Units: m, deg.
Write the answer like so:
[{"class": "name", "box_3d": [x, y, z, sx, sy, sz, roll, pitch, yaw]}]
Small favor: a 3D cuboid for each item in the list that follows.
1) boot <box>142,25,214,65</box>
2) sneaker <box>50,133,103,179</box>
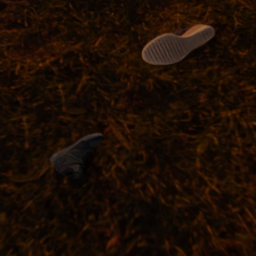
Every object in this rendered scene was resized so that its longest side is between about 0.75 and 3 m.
[{"class": "boot", "box_3d": [1.462, -2.773, 9.551, 2.537, 2.110, 0.918, -22, 105, -7]}, {"class": "sneaker", "box_3d": [-1.753, 1.143, 10.798, 2.216, 0.847, 1.269, -31, 68, -12]}]
